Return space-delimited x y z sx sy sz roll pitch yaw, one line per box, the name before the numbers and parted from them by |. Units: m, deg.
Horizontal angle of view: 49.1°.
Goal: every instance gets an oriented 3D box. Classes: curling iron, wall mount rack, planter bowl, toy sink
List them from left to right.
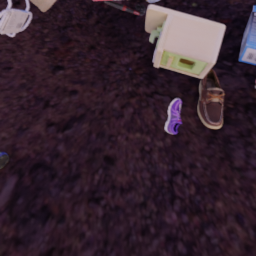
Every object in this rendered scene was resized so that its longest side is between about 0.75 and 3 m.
wall mount rack | -2.981 -3.071 7.008 0.717 1.670 1.922 33 18 -9
planter bowl | -2.690 -4.871 8.657 1.340 1.991 1.991 30 44 -35
curling iron | -0.105 -3.975 9.189 1.488 0.190 0.369 18 71 14
toy sink | 1.366 -2.322 7.865 2.118 1.381 1.187 18 83 2

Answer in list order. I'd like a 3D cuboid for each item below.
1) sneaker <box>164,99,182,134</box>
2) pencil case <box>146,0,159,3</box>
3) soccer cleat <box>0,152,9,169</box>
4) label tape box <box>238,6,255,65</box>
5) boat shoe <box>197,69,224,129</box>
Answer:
sneaker | 1.200 -0.273 6.919 0.362 0.898 0.375 -3 18 -39
pencil case | 0.542 -5.709 10.312 1.040 0.953 2.292 -20 71 -26
soccer cleat | -3.912 1.162 7.993 0.481 0.372 1.151 17 57 47
label tape box | 5.486 -3.459 10.729 1.921 0.886 2.681 17 56 10
boat shoe | 2.723 -1.006 9.113 0.791 0.789 2.193 6 56 4
